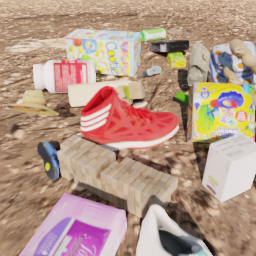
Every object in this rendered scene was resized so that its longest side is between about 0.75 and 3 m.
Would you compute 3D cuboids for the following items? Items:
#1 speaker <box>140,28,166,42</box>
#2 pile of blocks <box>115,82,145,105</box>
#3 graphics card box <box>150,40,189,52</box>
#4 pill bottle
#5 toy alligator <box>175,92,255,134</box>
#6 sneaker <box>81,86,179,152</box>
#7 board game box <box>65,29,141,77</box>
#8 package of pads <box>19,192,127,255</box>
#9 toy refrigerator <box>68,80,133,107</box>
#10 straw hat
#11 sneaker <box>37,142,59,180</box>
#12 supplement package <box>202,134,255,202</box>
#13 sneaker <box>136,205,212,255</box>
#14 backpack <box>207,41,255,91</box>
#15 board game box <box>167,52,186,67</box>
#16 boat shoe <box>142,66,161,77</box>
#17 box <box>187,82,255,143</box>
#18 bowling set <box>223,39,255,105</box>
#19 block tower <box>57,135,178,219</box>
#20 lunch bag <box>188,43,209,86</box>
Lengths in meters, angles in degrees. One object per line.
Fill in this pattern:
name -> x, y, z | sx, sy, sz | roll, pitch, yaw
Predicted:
speaker -> 1.425, -5.351, 16.146 | 1.509, 0.667, 0.667 | -16, 36, -23
pile of blocks -> -0.198, -0.931, 8.780 | 1.719, 0.706, 0.534 | -29, 0, 23
graphics card box -> 2.022, -4.071, 13.910 | 1.220, 0.495, 1.945 | -11, 18, -18
pill bottle -> -2.282, -1.851, 10.133 | 2.089, 1.173, 1.173 | -3, 33, -14
toy alligator -> 2.749, -0.410, 8.558 | 2.815, 0.835, 0.764 | 28, -2, 27
sneaker -> 0.124, -0.329, 7.458 | 2.864, 1.654, 1.122 | -16, 38, -19
board game box -> -1.024, -3.311, 12.209 | 2.903, 1.495, 1.522 | 7, 34, 11
package of pads -> -0.950, 2.111, 4.515 | 1.298, 0.815, 2.155 | 11, 35, 16
toy refrigerator -> -0.938, -1.160, 9.489 | 2.073, 0.725, 0.787 | -8, 14, -15
straw hat -> -2.359, -0.694, 7.091 | 1.291, 0.546, 1.291 | 5, -7, 1
sneaker -> -1.857, 0.789, 6.940 | 0.473, 0.398, 1.206 | 13, 30, -44
supplement package -> 2.245, 0.865, 6.104 | 0.912, 1.170, 0.649 | -16, 36, -23
sneaker -> 1.060, 2.271, 3.839 | 1.098, 1.291, 2.918 | -20, 38, -30
backpack -> 3.708, -1.964, 9.818 | 2.019, 1.556, 1.923 | -8, 67, 13
board game box -> 2.267, -3.242, 13.202 | 0.666, 0.312, 1.311 | -1, 33, -1
boat shoe -> 0.983, -2.362, 11.723 | 0.425, 0.331, 0.936 | -12, 10, 45
box -> 2.433, -0.350, 7.494 | 1.546, 1.489, 0.943 | 3, -7, 4
bowling set -> 3.542, -1.240, 8.343 | 2.454, 1.708, 1.317 | 27, 32, -20
block tower -> -0.359, 1.062, 6.174 | 2.802, 0.810, 0.757 | 19, 39, 30
lunch bag -> 2.246, -2.022, 8.957 | 0.657, 1.117, 0.916 | 5, 63, 18
